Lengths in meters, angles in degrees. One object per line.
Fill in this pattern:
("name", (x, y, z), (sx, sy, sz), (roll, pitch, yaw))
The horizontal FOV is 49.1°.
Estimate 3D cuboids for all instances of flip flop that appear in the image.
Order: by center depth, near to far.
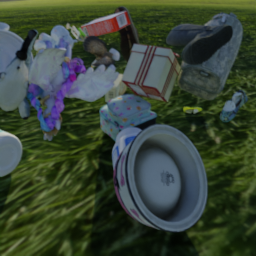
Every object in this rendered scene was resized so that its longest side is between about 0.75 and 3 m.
("flip flop", (0.069, -4.704, 14.319), (1.170, 2.884, 0.830), (-3, 24, 37))

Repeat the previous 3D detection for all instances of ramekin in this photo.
("ramekin", (-4.294, -2.223, 9.436), (1.007, 1.918, 1.918), (-9, 19, 41))

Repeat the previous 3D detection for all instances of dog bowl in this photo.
("dog bowl", (0.791, 1.315, 7.279), (2.677, 2.677, 0.987), (-31, 1, -41))

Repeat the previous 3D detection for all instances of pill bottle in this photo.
("pill bottle", (0.270, 1.065, 8.507), (1.462, 1.462, 2.605), (-3, 31, -5))
("pill bottle", (-4.931, 0.581, 9.344), (2.578, 1.428, 1.428), (17, 35, 26))

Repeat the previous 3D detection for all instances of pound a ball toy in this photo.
("pound a ball toy", (-2.265, -4.065, 12.018), (0.596, 0.389, 0.915), (0, 39, -39))

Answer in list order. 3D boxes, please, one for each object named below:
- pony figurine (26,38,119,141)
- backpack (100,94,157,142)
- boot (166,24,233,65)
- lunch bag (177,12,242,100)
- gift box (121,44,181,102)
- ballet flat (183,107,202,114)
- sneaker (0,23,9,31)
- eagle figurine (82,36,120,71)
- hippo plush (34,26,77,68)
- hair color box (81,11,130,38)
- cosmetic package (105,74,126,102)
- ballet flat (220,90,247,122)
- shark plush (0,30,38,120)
("pony figurine", (-2.046, -1.408, 8.401), (2.428, 2.814, 2.915), (16, 38, -38))
("backpack", (-0.119, -0.395, 10.893), (1.822, 1.589, 2.073), (-27, 34, -28))
("boot", (1.719, -2.505, 8.071), (1.809, 0.722, 1.989), (-30, 36, -19))
("lunch bag", (2.965, -2.528, 9.948), (1.717, 2.067, 2.465), (26, 77, 5))
("gift box", (0.884, -2.055, 10.332), (1.663, 1.683, 1.802), (18, -6, 23))
("ballet flat", (2.942, -0.789, 12.826), (0.831, 0.278, 0.279), (4, 53, 12))
("sneaker", (-5.295, -3.383, 10.802), (0.602, 0.965, 1.637), (39, 58, 17))
("eagle figurine", (-1.181, -3.103, 12.250), (1.391, 1.384, 1.834), (15, -4, 3))
("hippo plush", (-2.950, -3.330, 11.466), (1.401, 1.759, 1.414), (-28, 2, -37))
("hair color box", (-1.001, -4.535, 12.372), (1.927, 0.616, 1.068), (5, 35, 39))
("cosmetic package", (-0.602, -2.021, 14.221), (0.621, 0.918, 1.746), (9, 34, 13))
("ballet flat", (3.078, -0.694, 8.258), (0.484, 0.484, 1.303), (23, 50, 33))
("shark plush", (-3.253, -1.511, 7.798), (1.273, 2.803, 1.167), (9, 40, -18))
